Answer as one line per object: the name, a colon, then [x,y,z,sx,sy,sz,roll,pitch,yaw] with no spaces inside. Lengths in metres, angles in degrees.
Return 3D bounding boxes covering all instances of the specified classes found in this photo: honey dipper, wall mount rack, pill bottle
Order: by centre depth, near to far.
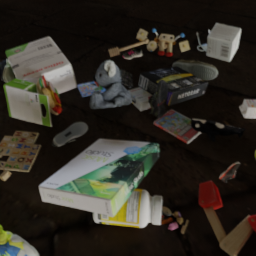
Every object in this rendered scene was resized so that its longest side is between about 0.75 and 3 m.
pill bottle: [0.010,2.031,7.176,1.683,0.946,0.946,4,41,7]
honey dipper: [0.056,-4.078,14.235,2.098,0.398,0.398,-16,42,2]
wall mount rack: [4.263,-4.638,15.046,1.361,0.508,1.183,-18,60,-20]

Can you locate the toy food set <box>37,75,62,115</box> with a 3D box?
toy food set: [-2.931,-1.209,10.478,0.376,1.544,1.529,-24,63,1]

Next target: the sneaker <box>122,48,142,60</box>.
sneaker: [0.226,-3.826,14.224,1.111,0.486,0.410,-16,52,-19]

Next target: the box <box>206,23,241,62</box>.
box: [4.718,-4.237,13.910,1.303,1.296,1.116,25,68,25]

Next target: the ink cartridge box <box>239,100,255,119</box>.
ink cartridge box: [4.729,-0.720,10.674,0.834,0.522,0.536,1,41,0]

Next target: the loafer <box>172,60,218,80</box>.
loafer: [3.109,-2.796,12.854,2.086,0.784,0.726,19,49,21]

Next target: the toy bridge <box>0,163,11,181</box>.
toy bridge: [-4.192,1.223,8.609,1.509,0.205,0.507,12,42,19]

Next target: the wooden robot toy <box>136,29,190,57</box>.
wooden robot toy: [1.750,-4.346,14.689,2.788,1.228,1.265,8,3,-5]

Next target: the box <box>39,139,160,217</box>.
box: [-0.611,1.119,7.423,2.060,0.519,2.854,3,24,27]

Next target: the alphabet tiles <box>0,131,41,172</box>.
alphabet tiles: [-3.680,0.728,9.339,1.418,0.064,1.696,4,44,5]

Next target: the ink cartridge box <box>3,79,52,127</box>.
ink cartridge box: [-3.486,-0.906,10.241,1.827,1.350,0.692,14,35,14]

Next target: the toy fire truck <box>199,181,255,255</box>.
toy fire truck: [2.825,2.489,6.620,1.904,0.658,2.701,-18,53,22]

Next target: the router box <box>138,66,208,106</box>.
router box: [1.855,-1.797,11.536,2.304,0.602,1.812,-19,43,-37]

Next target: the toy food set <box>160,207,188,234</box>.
toy food set: [1.095,2.393,7.399,0.936,0.147,0.595,19,45,20]

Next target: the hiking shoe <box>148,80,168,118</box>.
hiking shoe: [1.010,-1.078,10.168,0.697,1.385,0.524,21,22,39]

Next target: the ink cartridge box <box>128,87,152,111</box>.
ink cartridge box: [0.545,-1.182,11.266,0.737,0.419,1.012,-19,43,-23]

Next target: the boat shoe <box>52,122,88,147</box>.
boat shoe: [-1.963,0.254,9.450,1.342,0.458,0.496,-39,92,-36]

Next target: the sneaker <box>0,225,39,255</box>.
sneaker: [-2.964,2.910,6.515,1.857,0.703,0.975,17,56,28]

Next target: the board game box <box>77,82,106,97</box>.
board game box: [-1.574,-1.691,12.038,1.031,0.189,0.780,-16,43,-16]

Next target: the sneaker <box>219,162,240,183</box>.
sneaker: [3.111,1.366,8.408,0.788,0.304,0.323,-40,60,-5]

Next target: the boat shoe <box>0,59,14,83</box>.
boat shoe: [-5.556,-2.511,12.606,0.624,0.748,2.004,-17,39,-10]

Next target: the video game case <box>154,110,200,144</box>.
video game case: [1.865,-0.079,10.241,1.536,0.134,1.098,32,50,32]

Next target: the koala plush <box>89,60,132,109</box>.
koala plush: [-0.687,-1.673,10.509,1.596,1.737,1.540,-5,10,-4]

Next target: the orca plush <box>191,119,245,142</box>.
orca plush: [3.044,0.178,9.724,1.813,0.644,0.954,13,-3,-6]

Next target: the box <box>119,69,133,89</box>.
box: [-0.088,-2.140,12.176,0.606,0.165,0.757,22,50,-35]

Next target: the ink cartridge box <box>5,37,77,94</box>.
ink cartridge box: [-3.785,-2.550,12.076,2.136,1.233,2.936,-24,47,-15]
